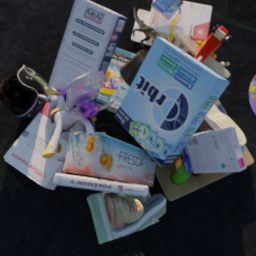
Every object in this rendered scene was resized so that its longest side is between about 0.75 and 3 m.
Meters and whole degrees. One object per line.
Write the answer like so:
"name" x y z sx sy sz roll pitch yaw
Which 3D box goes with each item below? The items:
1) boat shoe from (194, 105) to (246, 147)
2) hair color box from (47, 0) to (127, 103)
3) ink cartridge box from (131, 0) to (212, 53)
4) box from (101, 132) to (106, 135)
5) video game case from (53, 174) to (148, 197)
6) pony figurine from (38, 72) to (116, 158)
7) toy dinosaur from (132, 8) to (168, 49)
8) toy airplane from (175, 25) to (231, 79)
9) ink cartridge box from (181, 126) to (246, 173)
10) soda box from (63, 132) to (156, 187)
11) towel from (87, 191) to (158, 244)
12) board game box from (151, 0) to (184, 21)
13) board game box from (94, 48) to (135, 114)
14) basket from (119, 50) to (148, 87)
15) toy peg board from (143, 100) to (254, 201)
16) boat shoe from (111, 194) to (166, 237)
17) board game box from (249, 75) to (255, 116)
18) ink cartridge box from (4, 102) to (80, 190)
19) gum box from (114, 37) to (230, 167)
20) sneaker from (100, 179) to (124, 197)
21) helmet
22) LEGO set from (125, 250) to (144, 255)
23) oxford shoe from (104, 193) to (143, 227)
"boat shoe" 1.916 -0.444 7.780 1.072 0.889 2.985 -9 55 -42
"hair color box" -1.233 -2.179 8.273 1.386 0.839 2.772 28 112 8
"ink cartridge box" 1.522 -3.733 10.093 2.631 0.888 1.532 11 72 4
"box" -0.837 0.796 8.671 0.586 0.650 1.155 -14 71 -4
"video game case" -0.740 1.301 6.430 1.881 2.065 0.237 10 78 -12
"pony figurine" -1.392 -0.383 7.675 2.191 1.890 2.270 -13 64 3
"toy dinosaur" 0.561 -3.161 9.332 0.767 0.413 1.741 -44 85 -10
"toy airplane" 2.336 -2.286 8.745 1.625 1.152 1.632 -5 89 -3
"ink cartridge box" 1.942 0.580 6.739 0.346 1.648 0.984 -13 87 -34
"soda box" -0.301 0.846 6.914 0.866 2.723 0.931 2 76 33
"towel" -0.167 2.433 8.329 1.849 0.216 1.410 -17 71 -6
"board game box" 1.344 -4.228 9.596 0.798 0.173 0.794 39 84 4
"board game box" -0.569 -1.701 9.603 1.615 0.502 2.139 22 73 7
"basket" 0.282 -1.712 8.029 0.627 0.922 0.831 -24 77 -42
"toy peg board" 1.982 0.208 8.451 2.943 1.445 2.955 -22 73 -7
"boat shoe" 0.380 2.510 7.691 1.795 0.646 0.557 -26 113 -24
"board game box" 5.528 -1.098 9.381 2.757 0.537 2.179 -7 71 -3
"ink cartridge box" -2.383 0.538 8.608 1.616 0.913 2.205 31 74 11
"gum box" 0.924 -0.675 7.132 2.136 0.560 2.515 47 119 33
"sneaker" -0.445 1.584 7.762 0.621 0.824 1.763 -15 111 -6
"helmet" -3.222 -1.074 8.881 1.520 1.520 1.449 -45 118 -14
"LEGO set" 0.152 3.723 7.949 0.756 0.214 0.491 6 69 16
"oxford shoe" -0.071 1.817 6.455 0.767 2.079 0.736 -15 69 1
